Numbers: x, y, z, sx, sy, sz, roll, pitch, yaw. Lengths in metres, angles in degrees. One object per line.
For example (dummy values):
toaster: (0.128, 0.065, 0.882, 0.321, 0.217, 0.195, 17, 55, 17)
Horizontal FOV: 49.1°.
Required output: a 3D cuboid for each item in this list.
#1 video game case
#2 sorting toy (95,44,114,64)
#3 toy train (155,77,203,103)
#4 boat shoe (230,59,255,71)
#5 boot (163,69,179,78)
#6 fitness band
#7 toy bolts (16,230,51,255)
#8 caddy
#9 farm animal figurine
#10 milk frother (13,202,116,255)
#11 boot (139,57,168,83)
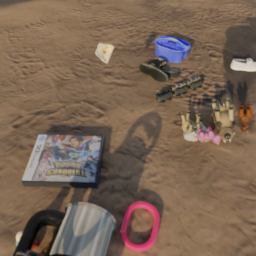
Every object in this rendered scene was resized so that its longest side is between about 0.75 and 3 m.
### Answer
video game case: (-2.306, 1.141, 10.423, 2.655, 0.339, 2.400, 1, 43, 1)
sorting toy: (-1.024, -3.125, 11.484, 0.407, 0.762, 0.686, 30, 11, 36)
toy train: (2.509, -1.872, 13.588, 2.755, 0.470, 0.631, -22, 35, -21)
boat shoe: (6.424, -3.474, 15.182, 1.634, 0.560, 0.588, 7, 44, 7)
boot: (2.223, -2.923, 14.827, 0.970, 0.328, 0.633, 8, 38, -2)
fitness band: (0.376, 2.979, 8.541, 1.086, 0.283, 1.513, 12, 45, 9)
toy bolts: (-2.509, 3.284, 7.735, 1.280, 0.888, 1.223, 29, 51, 28)
caddy: (2.506, -4.601, 16.007, 2.073, 1.088, 1.465, 26, 48, 25)
farm animal figurine: (3.378, 0.010, 11.050, 2.778, 1.397, 2.243, -23, 29, -18)
milk frother: (-1.378, 2.869, 6.701, 2.367, 2.623, 2.467, 31, 43, -14)
boot: (1.661, -3.121, 14.756, 1.804, 0.651, 1.362, 33, 50, 30)
